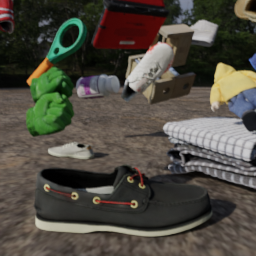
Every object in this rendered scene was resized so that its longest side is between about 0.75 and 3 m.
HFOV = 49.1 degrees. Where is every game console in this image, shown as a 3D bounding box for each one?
[{"bbox_3d":[-0.061,-2.547,5.964,1.676,1.444,0.995,-12,57,-38],"label":"game console"}]

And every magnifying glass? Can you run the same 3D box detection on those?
[{"bbox_3d":[-2.148,-2.174,8.277,0.970,2.436,0.273,51,15,29],"label":"magnifying glass"}]

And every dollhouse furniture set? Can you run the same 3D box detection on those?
[{"bbox_3d":[1.425,-2.770,10.766,1.990,2.839,2.001,-16,48,-26],"label":"dollhouse furniture set"}]

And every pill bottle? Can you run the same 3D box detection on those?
[{"bbox_3d":[-0.960,-1.321,9.010,1.286,0.722,0.722,-3,9,26],"label":"pill bottle"}]

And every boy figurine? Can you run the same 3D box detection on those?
[{"bbox_3d":[2.421,-0.795,6.344,1.275,0.661,2.050,-30,36,10],"label":"boy figurine"}]

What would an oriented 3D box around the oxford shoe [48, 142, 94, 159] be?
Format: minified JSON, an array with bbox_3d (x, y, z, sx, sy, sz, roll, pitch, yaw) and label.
[{"bbox_3d":[-1.682,0.632,8.252,1.464,0.423,0.550,2,14,20],"label":"oxford shoe"}]

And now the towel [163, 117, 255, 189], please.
[{"bbox_3d":[2.589,0.540,6.774,2.888,1.236,2.391,-8,15,-42],"label":"towel"}]

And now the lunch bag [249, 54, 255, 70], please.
[{"bbox_3d":[4.494,-1.791,8.156,1.200,1.814,1.233,-38,8,28],"label":"lunch bag"}]

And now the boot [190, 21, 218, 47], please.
[{"bbox_3d":[2.531,-3.664,10.659,1.716,0.820,0.631,22,-4,26],"label":"boot"}]

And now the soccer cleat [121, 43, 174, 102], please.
[{"bbox_3d":[0.525,-1.580,8.396,2.418,0.830,1.030,-36,19,55],"label":"soccer cleat"}]

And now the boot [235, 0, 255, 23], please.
[{"bbox_3d":[2.450,-2.259,5.026,1.446,0.674,1.869,-27,21,-28],"label":"boot"}]

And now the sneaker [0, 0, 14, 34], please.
[{"bbox_3d":[-3.227,-2.570,6.724,1.425,0.802,0.508,-11,-4,38],"label":"sneaker"}]

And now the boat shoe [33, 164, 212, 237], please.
[{"bbox_3d":[-0.059,1.126,4.634,2.964,0.929,1.084,1,10,-1],"label":"boat shoe"}]

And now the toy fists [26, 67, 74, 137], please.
[{"bbox_3d":[-1.336,-0.497,4.898,0.731,0.493,1.434,-13,50,3],"label":"toy fists"}]
